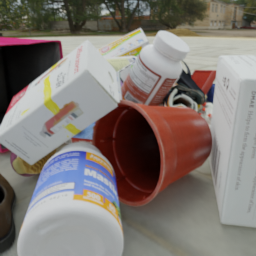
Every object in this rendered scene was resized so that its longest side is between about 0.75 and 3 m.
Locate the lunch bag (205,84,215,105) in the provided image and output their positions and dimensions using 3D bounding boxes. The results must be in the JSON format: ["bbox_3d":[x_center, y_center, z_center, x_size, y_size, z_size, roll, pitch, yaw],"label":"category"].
[{"bbox_3d":[3.577,-0.942,10.319,1.197,1.166,1.762,6,15,-4],"label":"lunch bag"}]

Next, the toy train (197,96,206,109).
[{"bbox_3d":[2.046,-1.346,11.755,2.199,0.814,2.928,14,27,29],"label":"toy train"}]

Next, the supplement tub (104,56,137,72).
[{"bbox_3d":[-0.791,-1.973,11.799,2.662,1.930,1.930,-10,24,-22],"label":"supplement tub"}]

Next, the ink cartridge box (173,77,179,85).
[{"bbox_3d":[0.955,-1.944,10.033,0.587,1.402,1.017,-53,12,-34],"label":"ink cartridge box"}]

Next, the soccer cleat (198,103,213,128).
[{"bbox_3d":[2.766,-0.156,9.034,1.013,0.905,2.613,32,15,-4],"label":"soccer cleat"}]

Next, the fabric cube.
[{"bbox_3d":[-4.072,-1.307,8.891,2.942,2.896,2.952,10,22,25],"label":"fabric cube"}]

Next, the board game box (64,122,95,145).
[{"bbox_3d":[-0.914,-0.076,9.380,1.419,0.268,2.757,7,23,16],"label":"board game box"}]

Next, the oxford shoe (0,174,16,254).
[{"bbox_3d":[-2.625,1.222,5.346,0.858,0.996,2.361,-15,25,-27],"label":"oxford shoe"}]

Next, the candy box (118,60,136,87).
[{"bbox_3d":[0.523,-1.886,10.866,1.786,1.498,0.639,-37,13,-18],"label":"candy box"}]

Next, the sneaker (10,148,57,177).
[{"bbox_3d":[-2.626,0.423,7.411,1.253,1.043,2.782,-11,22,9],"label":"sneaker"}]

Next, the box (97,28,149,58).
[{"bbox_3d":[-0.111,-3.387,13.154,2.335,1.314,1.184,-24,49,6],"label":"box"}]

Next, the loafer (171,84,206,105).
[{"bbox_3d":[2.050,-1.130,9.733,0.450,0.514,1.429,-16,34,-26],"label":"loafer"}]

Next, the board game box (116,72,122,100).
[{"bbox_3d":[-0.770,-0.933,7.867,1.165,0.307,1.522,0,59,-9],"label":"board game box"}]

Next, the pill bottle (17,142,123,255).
[{"bbox_3d":[-0.876,1.185,4.787,1.411,1.411,2.519,-2,21,-6],"label":"pill bottle"}]

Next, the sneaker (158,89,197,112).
[{"bbox_3d":[1.654,-0.710,9.415,1.156,1.171,2.949,28,25,-9],"label":"sneaker"}]

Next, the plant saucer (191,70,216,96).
[{"bbox_3d":[2.688,-1.752,10.661,0.224,1.223,1.221,38,-11,-32],"label":"plant saucer"}]

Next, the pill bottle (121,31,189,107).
[{"bbox_3d":[0.792,-1.662,8.821,1.407,2.509,1.407,20,38,-17],"label":"pill bottle"}]

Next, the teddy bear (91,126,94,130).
[{"bbox_3d":[-0.069,0.042,8.057,2.144,0.716,1.554,-7,38,-40],"label":"teddy bear"}]

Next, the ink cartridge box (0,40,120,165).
[{"bbox_3d":[-1.422,-0.575,5.868,2.321,0.968,1.684,-32,33,16],"label":"ink cartridge box"}]

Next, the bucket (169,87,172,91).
[{"bbox_3d":[1.690,-1.503,11.960,0.895,0.582,0.895,7,6,-1],"label":"bucket"}]

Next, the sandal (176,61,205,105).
[{"bbox_3d":[2.058,-1.912,10.339,0.526,2.457,0.934,-34,-12,-8],"label":"sandal"}]

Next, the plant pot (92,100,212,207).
[{"bbox_3d":[0.646,0.379,6.237,2.067,2.125,2.125,-10,23,-42],"label":"plant pot"}]

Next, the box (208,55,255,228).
[{"bbox_3d":[2.765,0.087,5.675,1.821,2.786,2.772,3,22,9],"label":"box"}]

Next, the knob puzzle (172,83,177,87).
[{"bbox_3d":[2.014,-2.400,14.986,2.173,0.301,2.173,0,23,0],"label":"knob puzzle"}]
